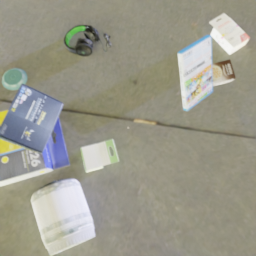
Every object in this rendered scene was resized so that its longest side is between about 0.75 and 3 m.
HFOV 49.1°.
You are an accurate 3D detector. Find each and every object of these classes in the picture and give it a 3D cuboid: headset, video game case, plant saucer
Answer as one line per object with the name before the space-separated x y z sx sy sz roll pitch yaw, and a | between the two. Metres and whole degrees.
headset | -1.750 -3.823 12.003 2.293 1.077 1.416 20 71 19
video game case | 1.798 -1.410 7.337 1.186 1.657 0.148 -35 40 -27
plant saucer | -4.829 -2.103 11.825 1.068 0.192 1.068 0 69 0

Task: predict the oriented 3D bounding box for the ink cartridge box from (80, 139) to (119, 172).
ink cartridge box | -1.075 1.046 10.560 1.291 0.310 0.940 -15 70 -5

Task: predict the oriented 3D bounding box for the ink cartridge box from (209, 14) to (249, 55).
ink cartridge box | 4.383 -4.175 12.414 0.960 0.556 1.648 -33 74 -11

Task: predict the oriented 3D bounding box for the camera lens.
camera lens | -2.125 2.827 9.156 1.654 1.654 2.067 -21 71 -8

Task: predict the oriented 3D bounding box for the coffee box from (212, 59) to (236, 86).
coffee box | 2.852 -1.778 9.387 1.221 0.487 0.698 -14 84 1

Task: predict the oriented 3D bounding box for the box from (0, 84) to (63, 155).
box | -3.258 -0.283 9.382 1.543 0.499 1.956 27 68 -23

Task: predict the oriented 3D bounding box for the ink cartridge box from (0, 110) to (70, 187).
ink cartridge box | -3.916 0.508 10.616 2.782 0.654 2.749 -17 70 -5
